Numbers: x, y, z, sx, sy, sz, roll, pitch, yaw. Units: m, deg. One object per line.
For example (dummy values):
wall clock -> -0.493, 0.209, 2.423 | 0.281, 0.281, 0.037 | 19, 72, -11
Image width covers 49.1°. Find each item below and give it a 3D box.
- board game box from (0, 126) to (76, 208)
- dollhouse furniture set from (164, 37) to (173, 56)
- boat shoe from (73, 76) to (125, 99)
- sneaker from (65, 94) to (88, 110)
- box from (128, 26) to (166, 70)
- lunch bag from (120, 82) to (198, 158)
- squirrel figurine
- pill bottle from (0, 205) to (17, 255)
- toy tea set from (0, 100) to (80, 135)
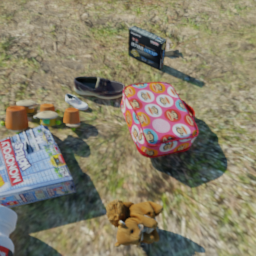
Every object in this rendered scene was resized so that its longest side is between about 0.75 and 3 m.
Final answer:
board game box -> -3.499, 1.293, 8.727 | 2.843, 0.877, 2.845 | -22, 54, -19
dollhouse furniture set -> 1.782, -3.915, 13.331 | 0.419, 0.491, 0.947 | -12, 51, -12
boat shoe -> -1.155, -1.672, 11.224 | 2.152, 0.697, 0.774 | 7, 63, 5
sneaker -> -2.054, -1.021, 10.983 | 1.066, 0.377, 0.389 | 23, 54, 18
box -> 0.810, -3.537, 12.411 | 1.777, 1.413, 0.409 | 32, 57, 23
lunch bag -> 1.171, -0.414, 9.781 | 2.404, 1.118, 2.729 | -10, 56, -18
squirrel figurine -> 0.028, 2.491, 7.272 | 1.492, 1.056, 1.392 | 22, 20, 29
pill bottle -> -3.677, 3.370, 6.462 | 1.702, 1.702, 2.938 | 1, 51, 1
toy tea set -> -3.123, -0.242, 10.198 | 2.732, 1.011, 1.624 | 10, 21, 12
